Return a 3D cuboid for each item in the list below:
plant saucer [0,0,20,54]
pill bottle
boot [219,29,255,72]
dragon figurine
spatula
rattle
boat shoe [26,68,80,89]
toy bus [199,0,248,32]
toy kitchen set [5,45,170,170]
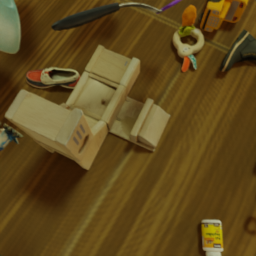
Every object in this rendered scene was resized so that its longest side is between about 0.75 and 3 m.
[{"bbox_3d":[-2.764,-2.646,4.986,0.531,2.759,2.759,-33,72,7],"label":"plant saucer"},{"bbox_3d":[1.834,2.424,6.108,0.423,0.423,0.774,2,69,1],"label":"pill bottle"},{"bbox_3d":[3.306,-1.959,7.752,1.056,0.592,1.527,34,73,7],"label":"boot"},{"bbox_3d":[-1.523,0.228,2.905,0.438,1.490,0.741,42,76,-12],"label":"dragon figurine"},{"bbox_3d":[0.050,-2.121,5.006,2.874,0.812,0.295,-15,104,-11],"label":"spatula"},{"bbox_3d":[1.731,-2.408,7.705,0.922,1.012,1.416,19,63,-10],"label":"rattle"},{"bbox_3d":[-2.040,-1.380,7.551,1.535,0.480,0.546,6,71,4],"label":"boat shoe"},{"bbox_3d":[3.055,-4.182,8.394,1.127,0.937,2.880,20,70,6],"label":"toy bus"},{"bbox_3d":[-0.313,-0.568,6.046,2.414,2.670,2.959,24,75,8],"label":"toy kitchen set"}]
